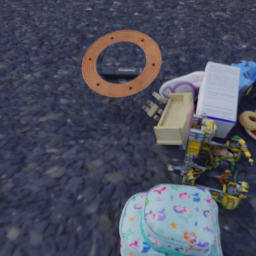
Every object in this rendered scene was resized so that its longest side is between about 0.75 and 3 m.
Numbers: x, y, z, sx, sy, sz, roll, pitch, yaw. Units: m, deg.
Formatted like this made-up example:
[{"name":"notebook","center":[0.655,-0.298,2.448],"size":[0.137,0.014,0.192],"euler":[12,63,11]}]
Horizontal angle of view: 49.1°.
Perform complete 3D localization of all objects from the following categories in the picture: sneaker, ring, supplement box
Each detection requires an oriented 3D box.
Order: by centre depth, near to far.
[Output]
[{"name":"supplement box","center":[2.889,-0.915,9.184],"size":[1.117,1.093,2.161],"euler":[11,65,6]},{"name":"ring","center":[-0.253,-2.330,10.155],"size":[2.901,0.278,2.901],"euler":[-3,66,8]},{"name":"sneaker","center":[4.267,-1.820,10.785],"size":[1.123,0.944,2.864],"euler":[31,45,16]},{"name":"sneaker","center":[2.405,-1.570,10.807],"size":[2.644,0.990,1.317],"euler":[-11,25,-12]}]

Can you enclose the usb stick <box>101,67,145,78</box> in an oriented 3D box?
[{"name":"usb stick","center":[-0.133,-2.352,11.921],"size":[2.062,0.336,0.572],"euler":[2,42,1]}]

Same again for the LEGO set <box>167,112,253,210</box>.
[{"name":"LEGO set","center":[2.357,0.737,7.590],"size":[2.020,1.522,2.627],"euler":[18,45,19]}]

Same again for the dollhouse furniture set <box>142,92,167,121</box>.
[{"name":"dollhouse furniture set","center":[0.921,-0.770,9.753],"size":[0.507,0.780,0.716],"euler":[23,18,-51]}]

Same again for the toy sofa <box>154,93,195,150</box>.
[{"name":"toy sofa","center":[1.582,-0.221,9.232],"size":[0.836,0.985,2.020],"euler":[1,40,26]}]

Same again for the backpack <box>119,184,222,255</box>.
[{"name":"backpack","center":[0.863,2.203,6.004],"size":[2.125,1.600,1.886],"euler":[2,34,13]}]

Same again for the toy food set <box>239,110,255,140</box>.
[{"name":"toy food set","center":[4.713,-0.062,9.311],"size":[1.692,0.416,1.710],"euler":[-15,44,-17]}]
